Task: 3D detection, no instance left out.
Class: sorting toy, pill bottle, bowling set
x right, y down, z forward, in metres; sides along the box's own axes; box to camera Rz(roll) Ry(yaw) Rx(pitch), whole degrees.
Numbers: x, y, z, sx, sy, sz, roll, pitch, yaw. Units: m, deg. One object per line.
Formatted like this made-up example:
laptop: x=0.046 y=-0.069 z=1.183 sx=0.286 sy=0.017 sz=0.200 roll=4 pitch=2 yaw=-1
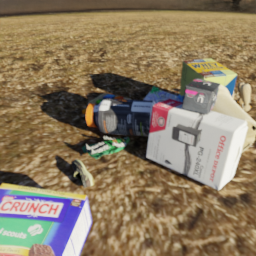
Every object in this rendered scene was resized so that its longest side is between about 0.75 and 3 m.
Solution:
sorting toy: x=-1.110 y=-1.190 z=14.081 sx=1.766 sy=0.317 sz=2.371 roll=18 pitch=35 yaw=27
pill bottle: x=-0.298 y=-0.443 z=11.426 sx=2.755 sy=1.463 sz=1.463 roll=4 pitch=30 yaw=13
bowling set: x=5.514 y=-1.549 z=14.104 sx=2.515 sy=1.350 sz=1.751 roll=-9 pitch=13 yaw=-12

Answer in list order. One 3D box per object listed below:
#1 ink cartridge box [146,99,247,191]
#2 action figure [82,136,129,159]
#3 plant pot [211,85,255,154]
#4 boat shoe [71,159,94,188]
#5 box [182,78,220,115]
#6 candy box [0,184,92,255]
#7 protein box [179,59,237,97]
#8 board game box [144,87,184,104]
ink cartridge box: x=2.185 y=0.457 z=9.411 sx=2.874 sy=2.087 sz=1.198 roll=22 pitch=28 yaw=33
action figure: x=-0.714 y=0.656 z=10.769 sx=1.861 sy=0.509 sz=1.099 roll=-14 pitch=31 yaw=-35
plant pot: x=3.515 y=-0.158 z=10.464 sx=2.297 sy=2.297 sz=2.102 roll=-12 pitch=38 yaw=-20
boat shoe: x=-1.616 y=1.508 z=9.331 sx=0.436 sy=0.474 sz=1.327 roll=-16 pitch=38 yaw=-34
box: x=2.462 y=-1.089 z=9.376 sx=0.908 sy=0.788 sz=1.485 roll=16 pitch=25 yaw=20
candy box: x=-2.488 y=2.779 z=6.483 sx=2.508 sy=1.142 sz=2.966 roll=4 pitch=29 yaw=10
protein box: x=3.589 y=-1.762 z=13.103 sx=1.549 sy=2.279 sz=2.296 roll=-7 pitch=31 yaw=-11
board game box: x=1.593 y=-1.235 z=13.225 sx=1.737 sy=0.225 sz=1.737 roll=21 pitch=48 yaw=21
